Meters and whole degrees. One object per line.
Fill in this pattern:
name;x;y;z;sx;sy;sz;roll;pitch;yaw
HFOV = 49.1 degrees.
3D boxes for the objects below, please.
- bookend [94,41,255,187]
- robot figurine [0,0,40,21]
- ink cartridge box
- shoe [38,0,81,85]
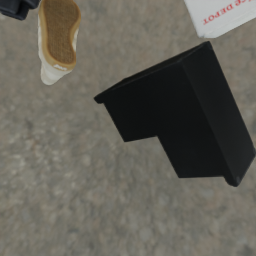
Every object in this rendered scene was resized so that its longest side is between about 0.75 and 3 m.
bookend;0.935;-0.088;6.011;1.168;2.520;2.536;-38;105;-40
robot figurine;-2.233;-3.177;5.799;1.072;1.291;1.719;18;93;-31
ink cartridge box;1.745;-2.959;5.108;1.554;0.897;2.136;-21;91;38
shoe;-1.591;-2.052;6.198;0.934;0.713;2.673;14;49;-24
